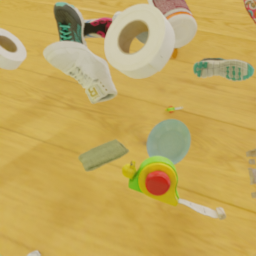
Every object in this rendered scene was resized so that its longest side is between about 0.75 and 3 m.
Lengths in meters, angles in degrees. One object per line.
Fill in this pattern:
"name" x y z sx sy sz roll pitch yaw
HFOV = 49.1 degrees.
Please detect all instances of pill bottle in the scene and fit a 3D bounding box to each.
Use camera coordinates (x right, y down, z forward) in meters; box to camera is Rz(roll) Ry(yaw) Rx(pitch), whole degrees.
"pill bottle" 1.543 -4.255 10.413 1.376 1.376 2.409 -8 58 -7

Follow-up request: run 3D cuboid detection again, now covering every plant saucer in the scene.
"plant saucer" 1.206 0.450 8.156 1.420 0.273 1.420 -14 65 32

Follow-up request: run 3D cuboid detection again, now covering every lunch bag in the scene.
"lunch bag" 4.656 -4.109 9.981 1.437 0.589 1.266 58 31 -2

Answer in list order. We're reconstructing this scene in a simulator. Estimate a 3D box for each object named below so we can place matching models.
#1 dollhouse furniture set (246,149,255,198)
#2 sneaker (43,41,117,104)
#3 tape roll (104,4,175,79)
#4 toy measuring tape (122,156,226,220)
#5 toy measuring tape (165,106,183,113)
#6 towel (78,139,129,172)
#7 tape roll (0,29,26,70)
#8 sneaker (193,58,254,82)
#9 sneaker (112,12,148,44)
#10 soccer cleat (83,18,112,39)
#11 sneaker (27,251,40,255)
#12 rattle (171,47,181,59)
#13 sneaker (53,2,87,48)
"dollhouse furniture set" 3.228 1.067 6.616 0.582 0.497 1.123 2 72 -11
"sneaker" -1.320 -1.640 8.924 2.781 1.025 1.607 7 56 -56
"tape roll" 0.325 -2.610 8.562 2.134 0.746 2.134 -7 76 30
"toy measuring tape" 1.104 1.245 6.218 2.555 0.940 0.940 20 48 -2
"toy measuring tape" 1.910 -0.785 11.542 0.798 0.294 0.294 -8 48 -8
"towel" -0.724 0.781 8.100 1.355 0.247 1.005 -23 24 -14
"tape roll" -3.668 -2.331 8.233 1.258 0.440 1.258 36 33 -29
"sneaker" 3.503 -2.267 10.239 2.093 0.812 0.955 13 37 22
"sneaker" 0.382 -4.117 11.365 2.136 0.780 0.756 24 47 -20
"soccer cleat" -1.269 -4.422 12.354 2.596 0.907 1.121 7 28 16
"sneaker" -2.794 3.620 7.319 0.406 0.470 1.084 35 55 30
"rattle" 2.084 -4.156 14.753 1.352 0.966 0.880 14 14 33
"sneaker" -2.180 -3.379 10.556 1.038 2.675 1.220 4 60 10
